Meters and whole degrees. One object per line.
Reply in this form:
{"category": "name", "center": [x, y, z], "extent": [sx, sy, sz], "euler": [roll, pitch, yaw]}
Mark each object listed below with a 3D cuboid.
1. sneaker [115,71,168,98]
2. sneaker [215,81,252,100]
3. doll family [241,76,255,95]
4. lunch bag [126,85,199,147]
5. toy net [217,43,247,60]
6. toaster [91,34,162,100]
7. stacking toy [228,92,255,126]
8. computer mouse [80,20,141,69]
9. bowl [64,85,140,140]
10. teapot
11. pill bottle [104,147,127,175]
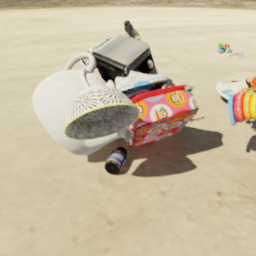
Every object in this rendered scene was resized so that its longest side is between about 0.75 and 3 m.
{"category": "sneaker", "center": [0.330, -1.202, 6.978], "extent": [1.403, 0.526, 0.608], "euler": [-13, 66, -17]}
{"category": "sneaker", "center": [4.341, -1.387, 10.858], "extent": [0.884, 0.933, 2.310], "euler": [11, 22, -30]}
{"category": "doll family", "center": [4.049, -0.919, 8.988], "extent": [0.965, 0.700, 1.554], "euler": [6, 63, 25]}
{"category": "lunch bag", "center": [0.949, -0.289, 7.870], "extent": [2.135, 2.424, 0.993], "euler": [-15, 75, -11]}
{"category": "toy net", "center": [4.363, -3.242, 11.710], "extent": [1.265, 0.664, 0.244], "euler": [21, 63, 21]}
{"category": "toaster", "center": [-0.038, -1.817, 9.367], "extent": [1.332, 2.029, 2.244], "euler": [-43, 47, -17]}
{"category": "stacking toy", "center": [3.206, -0.510, 6.732], "extent": [1.447, 0.794, 0.840], "euler": [1, 16, 39]}
{"category": "computer mouse", "center": [-0.711, -3.065, 10.965], "extent": [2.524, 0.554, 1.384], "euler": [-31, 63, 5]}
{"category": "bowl", "center": [-0.589, -0.375, 5.567], "extent": [1.520, 1.520, 0.713], "euler": [-11, 68, -19]}
{"category": "teapot", "center": [-1.178, -0.694, 7.861], "extent": [1.946, 2.665, 2.630], "euler": [-36, 11, 12]}
{"category": "pill bottle", "center": [-0.309, 0.876, 7.650], "extent": [0.461, 0.461, 0.825], "euler": [8, 31, 14]}
